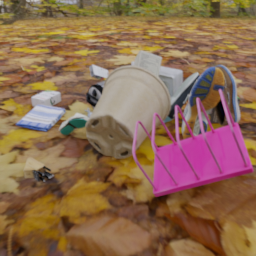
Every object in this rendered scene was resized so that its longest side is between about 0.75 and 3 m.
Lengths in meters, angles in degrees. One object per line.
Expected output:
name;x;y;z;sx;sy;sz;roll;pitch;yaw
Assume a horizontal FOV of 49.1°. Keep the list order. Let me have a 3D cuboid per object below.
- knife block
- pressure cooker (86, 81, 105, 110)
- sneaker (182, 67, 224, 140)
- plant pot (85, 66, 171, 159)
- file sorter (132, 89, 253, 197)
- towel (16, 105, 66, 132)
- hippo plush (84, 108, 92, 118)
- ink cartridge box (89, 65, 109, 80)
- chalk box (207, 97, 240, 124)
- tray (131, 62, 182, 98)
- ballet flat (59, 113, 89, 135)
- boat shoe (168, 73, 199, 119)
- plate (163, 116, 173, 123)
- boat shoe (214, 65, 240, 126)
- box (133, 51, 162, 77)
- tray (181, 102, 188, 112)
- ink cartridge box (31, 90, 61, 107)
knife block;-2.577;1.201;8.179;0.818;0.298;0.932;-3;27;-7
pressure cooker;-0.940;-1.274;11.629;1.558;1.392;1.370;-26;-2;-32
sneaker;2.352;-0.818;9.508;1.005;2.670;1.177;15;21;-6
plant pot;-0.150;-0.360;9.204;2.571;2.571;2.353;11;41;20
file sorter;1.482;0.335;6.975;2.430;1.524;1.689;-20;33;22
towel;-3.458;-0.444;11.269;1.339;0.217;1.824;10;29;7
hippo plush;-1.177;-0.419;10.650;0.634;0.789;0.628;-6;18;16
ink cartridge box;-1.227;-2.349;12.097;0.228;0.494;0.906;-29;-26;36
chalk box;3.360;-0.869;11.282;1.752;1.090;1.084;0;28;-3
tray;1.183;-2.053;12.641;2.825;1.517;0.313;21;41;38
ballet flat;-1.887;-0.227;9.817;1.656;0.594;0.594;-21;9;42
boat shoe;2.137;-1.234;10.846;0.607;2.013;0.761;41;8;-9
plate;0.828;-0.806;12.001;2.492;0.318;2.492;0;26;0
boat shoe;3.412;-1.145;10.122;0.812;2.244;0.810;-18;2;-27
box;0.623;-1.894;11.221;0.992;2.088;0.812;16;-14;-12
tray;2.487;-0.925;12.408;0.405;0.152;0.821;-1;28;-2
ink cartridge box;-3.732;-1.301;12.774;0.803;0.463;1.099;13;30;23
